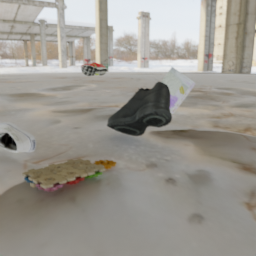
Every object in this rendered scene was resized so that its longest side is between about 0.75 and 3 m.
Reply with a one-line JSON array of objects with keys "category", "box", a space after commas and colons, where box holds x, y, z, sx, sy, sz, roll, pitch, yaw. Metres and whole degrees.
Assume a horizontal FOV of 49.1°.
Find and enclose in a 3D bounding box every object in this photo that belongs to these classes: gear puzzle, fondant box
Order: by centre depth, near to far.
[{"category": "gear puzzle", "box": [-1.137, 0.974, 6.100, 1.079, 0.273, 2.084, 11, 15, 44]}, {"category": "fondant box", "box": [1.941, -1.628, 12.271, 1.201, 1.665, 0.485, 41, 15, 21]}]

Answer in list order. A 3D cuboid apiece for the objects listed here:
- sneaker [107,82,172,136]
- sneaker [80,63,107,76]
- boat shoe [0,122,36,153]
[{"category": "sneaker", "box": [0.341, -0.515, 8.395, 1.031, 1.233, 2.716, 24, -25, -33]}, {"category": "sneaker", "box": [-1.585, -2.644, 12.413, 1.384, 0.533, 0.588, -4, 51, -47]}, {"category": "boat shoe", "box": [-3.386, 0.310, 7.897, 1.898, 0.683, 0.624, 21, 19, 35]}]
